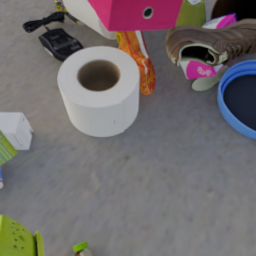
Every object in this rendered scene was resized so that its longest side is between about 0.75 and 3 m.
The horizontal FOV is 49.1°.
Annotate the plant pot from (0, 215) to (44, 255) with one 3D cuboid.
[{"bbox_3d":[-1.638,1.833,3.886,0.735,0.810,0.806,30,92,-25],"label":"plant pot"}]

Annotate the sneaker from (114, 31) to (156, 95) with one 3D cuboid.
[{"bbox_3d":[0.204,-2.171,9.323,1.151,1.089,2.985,-19,53,9],"label":"sneaker"}]

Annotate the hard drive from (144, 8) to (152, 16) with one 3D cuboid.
[{"bbox_3d":[1.390,-5.556,11.538,1.840,0.434,2.636,5,59,3],"label":"hard drive"}]

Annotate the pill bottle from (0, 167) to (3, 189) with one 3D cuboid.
[{"bbox_3d":[-3.649,1.189,7.452,0.506,0.506,0.902,-16,61,-9],"label":"pill bottle"}]

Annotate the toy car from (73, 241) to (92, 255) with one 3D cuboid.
[{"bbox_3d":[-1.245,3.082,6.277,0.868,0.685,0.713,-25,72,-1],"label":"toy car"}]

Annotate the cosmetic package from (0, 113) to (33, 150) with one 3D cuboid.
[{"bbox_3d":[-3.835,0.112,7.813,1.991,1.012,0.737,1,59,2],"label":"cosmetic package"}]

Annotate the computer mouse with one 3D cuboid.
[{"bbox_3d":[-2.276,-3.240,10.114,1.938,0.635,2.760,-36,63,-29],"label":"computer mouse"}]

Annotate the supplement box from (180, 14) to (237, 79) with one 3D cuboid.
[{"bbox_3d":[2.671,-2.628,9.086,2.135,1.104,1.081,-44,28,-28],"label":"supplement box"}]

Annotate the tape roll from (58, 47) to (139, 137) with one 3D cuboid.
[{"bbox_3d":[-0.790,-1.045,8.184,2.238,1.537,2.238,0,59,0],"label":"tape roll"}]

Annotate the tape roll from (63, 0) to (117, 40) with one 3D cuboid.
[{"bbox_3d":[-0.713,-4.704,9.721,1.833,2.669,2.669,39,66,21],"label":"tape roll"}]

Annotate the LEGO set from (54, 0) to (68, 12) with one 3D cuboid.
[{"bbox_3d":[-2.340,-5.340,11.141,1.180,0.889,1.535,15,60,9],"label":"LEGO set"}]

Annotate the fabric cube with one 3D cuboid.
[{"bbox_3d":[0.192,-3.742,6.730,1.955,1.986,1.993,-11,52,-23],"label":"fabric cube"}]

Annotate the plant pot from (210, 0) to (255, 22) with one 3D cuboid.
[{"bbox_3d":[4.523,-3.986,9.797,2.382,2.226,2.226,-30,63,-31],"label":"plant pot"}]

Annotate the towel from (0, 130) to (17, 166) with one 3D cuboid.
[{"bbox_3d":[-3.471,-0.163,4.633,2.030,0.322,2.827,-33,106,3],"label":"towel"}]

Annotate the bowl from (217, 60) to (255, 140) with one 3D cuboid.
[{"bbox_3d":[4.149,-0.840,8.590,2.840,0.557,2.840,1,61,-1],"label":"bowl"}]

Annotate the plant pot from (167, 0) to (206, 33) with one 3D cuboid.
[{"bbox_3d":[2.180,-3.865,9.896,1.413,1.510,1.413,0,59,0],"label":"plant pot"}]

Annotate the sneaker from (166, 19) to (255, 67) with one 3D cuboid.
[{"bbox_3d":[2.461,-2.023,7.280,2.920,1.028,1.103,-2,59,5],"label":"sneaker"}]

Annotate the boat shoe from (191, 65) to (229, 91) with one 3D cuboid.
[{"bbox_3d":[2.658,-1.642,9.216,1.376,0.503,0.431,-29,27,-6],"label":"boat shoe"}]
